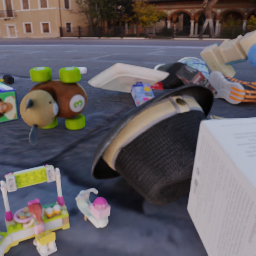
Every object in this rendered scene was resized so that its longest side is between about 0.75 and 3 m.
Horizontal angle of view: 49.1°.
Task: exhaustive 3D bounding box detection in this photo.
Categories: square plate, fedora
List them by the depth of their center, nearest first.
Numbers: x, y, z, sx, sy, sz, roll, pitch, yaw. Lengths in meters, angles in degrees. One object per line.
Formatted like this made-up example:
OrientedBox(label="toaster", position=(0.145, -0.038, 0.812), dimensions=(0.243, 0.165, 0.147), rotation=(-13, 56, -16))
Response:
OrientedBox(label="fedora", position=(0.620, 0.415, 4.048), dimensions=(2.261, 2.261, 1.033), rotation=(-16, 59, -37))
OrientedBox(label="square plate", position=(-0.021, -1.584, 9.444), dimensions=(2.032, 0.289, 2.013), rotation=(3, -9, -34))

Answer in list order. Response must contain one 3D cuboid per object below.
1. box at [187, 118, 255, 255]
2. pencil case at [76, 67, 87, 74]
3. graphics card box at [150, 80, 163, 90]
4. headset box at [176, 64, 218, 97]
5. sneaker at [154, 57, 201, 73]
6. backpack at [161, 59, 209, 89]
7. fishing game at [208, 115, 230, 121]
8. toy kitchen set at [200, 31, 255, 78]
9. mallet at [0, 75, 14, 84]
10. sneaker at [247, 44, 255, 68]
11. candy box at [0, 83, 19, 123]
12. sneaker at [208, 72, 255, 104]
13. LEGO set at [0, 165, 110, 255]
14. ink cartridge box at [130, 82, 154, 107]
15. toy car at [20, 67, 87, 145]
OrientedBox(label="box", position=(1.662, 0.987, 2.152), dimensions=(1.571, 1.231, 2.526), rotation=(-3, 28, -8))
OrientedBox(label="pencil case", position=(-2.591, -3.058, 14.803), dimensions=(0.791, 0.359, 0.329), rotation=(6, 25, 12))
OrientedBox(label="graphics card box", position=(1.099, -1.895, 11.674), dimensions=(0.814, 0.330, 1.298), rotation=(4, 20, 7))
OrientedBox(label="headset box", position=(2.165, -1.466, 8.998), dimensions=(1.249, 0.468, 0.928), rotation=(39, 6, -32))
OrientedBox(label="sneaker", position=(2.635, -2.633, 12.970), dimensions=(2.667, 0.943, 1.323), rotation=(-16, 27, -24))
OrientedBox(label="backpack", position=(2.332, -2.028, 10.763), dimensions=(1.730, 1.330, 1.411), rotation=(10, -20, -26))
OrientedBox(label="fishing game", position=(1.641, 0.079, 5.519), dimensions=(1.495, 0.325, 2.088), rotation=(16, 29, 40))
OrientedBox(label="toy kitchen set", position=(4.808, -3.290, 11.306), dimensions=(2.164, 1.591, 2.701), rotation=(-46, 20, -15))
OrientedBox(label="mallet", position=(-5.858, -1.962, 11.950), dimensions=(1.830, 0.377, 0.603), rotation=(-15, 25, -27))
OrientedBox(label="sneaker", position=(4.052, -1.551, 7.201), dimensions=(1.120, 0.942, 2.857), rotation=(-23, 39, -18))
OrientedBox(label="candy box", position=(-4.507, -0.625, 7.379), dimensions=(2.423, 0.933, 2.049), rotation=(-20, 29, -40))
OrientedBox(label="sneaker", position=(3.739, -1.336, 9.692), dimensions=(1.272, 0.881, 2.271), rotation=(1, 27, -16))
OrientedBox(label="LEGO set", position=(-1.257, 1.058, 2.987), dimensions=(1.018, 0.824, 2.213), rotation=(16, 26, 37))
OrientedBox(label="ink cartridge box", position=(0.448, -1.080, 8.883), dimensions=(0.580, 0.325, 0.850), rotation=(-7, 57, -22))
OrientedBox(label="toy car", position=(-1.778, -0.439, 6.215), dimensions=(1.402, 1.460, 1.777), rotation=(2, 25, 7))
